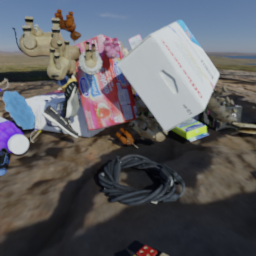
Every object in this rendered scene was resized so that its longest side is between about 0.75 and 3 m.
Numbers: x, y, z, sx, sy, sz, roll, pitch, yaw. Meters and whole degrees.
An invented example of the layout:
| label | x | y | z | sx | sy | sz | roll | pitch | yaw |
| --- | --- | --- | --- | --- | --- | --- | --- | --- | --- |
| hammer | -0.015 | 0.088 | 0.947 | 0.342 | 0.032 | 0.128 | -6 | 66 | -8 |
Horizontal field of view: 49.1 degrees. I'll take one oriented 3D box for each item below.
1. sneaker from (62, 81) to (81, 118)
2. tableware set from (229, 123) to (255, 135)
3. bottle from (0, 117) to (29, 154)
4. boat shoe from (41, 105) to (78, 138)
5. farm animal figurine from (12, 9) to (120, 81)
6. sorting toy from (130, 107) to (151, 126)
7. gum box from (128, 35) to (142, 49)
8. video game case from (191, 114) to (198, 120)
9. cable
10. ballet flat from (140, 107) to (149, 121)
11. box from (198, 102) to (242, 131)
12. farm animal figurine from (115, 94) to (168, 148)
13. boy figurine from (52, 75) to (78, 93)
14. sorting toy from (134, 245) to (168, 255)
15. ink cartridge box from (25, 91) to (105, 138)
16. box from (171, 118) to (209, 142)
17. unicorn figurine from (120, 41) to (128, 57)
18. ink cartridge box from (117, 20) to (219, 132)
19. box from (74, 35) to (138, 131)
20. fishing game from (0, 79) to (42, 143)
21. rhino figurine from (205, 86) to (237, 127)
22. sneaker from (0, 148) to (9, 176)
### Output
| label | x | y | z | sx | sy | sz | roll | pitch | yaw |
| --- | --- | --- | --- | --- | --- | --- | --- | --- | --- |
| sneaker | -1.716 | -0.890 | 8.759 | 0.520 | 1.311 | 0.485 | -6 | 43 | -30 |
| tableware set | 4.924 | 0.186 | 9.930 | 2.308 | 0.462 | 1.525 | 6 | 5 | 1 |
| bottle | -3.861 | 0.249 | 8.726 | 0.764 | 0.978 | 2.340 | -21 | 25 | -39 |
| boat shoe | -1.999 | -0.177 | 8.546 | 1.310 | 0.395 | 0.484 | 38 | -11 | -17 |
| farm animal figurine | -1.663 | -2.074 | 7.788 | 2.062 | 1.284 | 2.553 | -30 | 59 | -34 |
| sorting toy | 0.723 | -0.815 | 12.381 | 2.378 | 0.434 | 2.201 | -11 | 32 | -30 |
| gum box | 0.635 | -3.434 | 13.333 | 0.628 | 1.078 | 1.900 | -22 | 55 | 6 |
| video game case | 2.774 | -0.507 | 12.764 | 0.914 | 0.111 | 1.005 | 14 | 23 | 39 |
| cable | 0.170 | 1.215 | 6.557 | 1.728 | 0.538 | 2.118 | -13 | 23 | -23 |
| ballet flat | 0.660 | -0.421 | 11.199 | 0.282 | 0.837 | 0.194 | 13 | -15 | 6 |
| box | 3.721 | -0.555 | 11.479 | 1.112 | 0.931 | 1.497 | -4 | 17 | -13 |
| farm animal figurine | 0.584 | -0.347 | 9.419 | 1.843 | 1.147 | 2.282 | -24 | 41 | 33 |
| boy figurine | -2.668 | -1.948 | 12.436 | 0.483 | 0.931 | 1.498 | 46 | 6 | 31 |
| sorting toy | 0.552 | 2.114 | 3.863 | 1.348 | 0.228 | 0.650 | 13 | 21 | 34 |
| ink cartridge box | -2.289 | -0.638 | 11.179 | 2.853 | 1.203 | 2.065 | 8 | 20 | 21 |
| box | 2.038 | 0.001 | 9.569 | 0.794 | 0.310 | 1.302 | -18 | 26 | -19 |
| unicorn figurine | -0.408 | -2.506 | 11.588 | 0.629 | 1.704 | 1.170 | 6 | -15 | -41 |
| ink cartridge box | 1.244 | -1.545 | 7.586 | 1.234 | 2.106 | 2.914 | -32 | 9 | 33 |
| box | -0.752 | -1.400 | 9.040 | 1.302 | 2.728 | 1.360 | -13 | 2 | 23 |
| fishing game | -3.827 | -0.604 | 9.764 | 0.346 | 2.226 | 1.594 | -27 | 22 | 10 |
| rhino figurine | 3.177 | -0.604 | 9.525 | 0.852 | 1.948 | 0.582 | -18 | 51 | 29 |
| sneaker | -3.437 | 0.901 | 7.520 | 0.394 | 0.438 | 1.125 | -4 | 17 | -14 |
